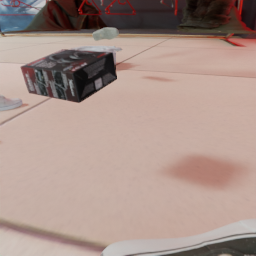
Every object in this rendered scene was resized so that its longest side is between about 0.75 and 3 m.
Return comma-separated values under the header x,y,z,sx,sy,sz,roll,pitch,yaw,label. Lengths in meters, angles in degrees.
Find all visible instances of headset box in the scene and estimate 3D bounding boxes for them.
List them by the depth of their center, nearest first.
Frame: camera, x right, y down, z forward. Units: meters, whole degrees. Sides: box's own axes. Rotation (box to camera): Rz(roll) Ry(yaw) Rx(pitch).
x,y,z,sx,sy,sz,roll,pitch,yaw,label
-0.894,-0.807,4.106,1.164,0.450,0.866,15,37,32,headset box

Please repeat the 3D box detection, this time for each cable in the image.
x,y,z,sx,sy,sz,roll,pitch,yaw,label
-2.113,-3.762,15.096,2.932,1.015,2.932,10,27,23,cable

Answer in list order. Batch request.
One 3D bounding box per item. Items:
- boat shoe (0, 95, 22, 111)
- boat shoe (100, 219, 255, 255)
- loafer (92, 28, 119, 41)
x,y,z,sx,sy,sz,roll,pitch,yaw,label
-4.071,-0.815,8.912,1.385,0.453,0.509,-19,30,-38,boat shoe
0.862,1.592,2.898,2.382,0.842,0.759,-8,21,-2,boat shoe
-0.867,-3.850,11.369,1.425,0.498,0.497,12,41,44,loafer
